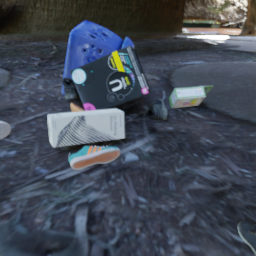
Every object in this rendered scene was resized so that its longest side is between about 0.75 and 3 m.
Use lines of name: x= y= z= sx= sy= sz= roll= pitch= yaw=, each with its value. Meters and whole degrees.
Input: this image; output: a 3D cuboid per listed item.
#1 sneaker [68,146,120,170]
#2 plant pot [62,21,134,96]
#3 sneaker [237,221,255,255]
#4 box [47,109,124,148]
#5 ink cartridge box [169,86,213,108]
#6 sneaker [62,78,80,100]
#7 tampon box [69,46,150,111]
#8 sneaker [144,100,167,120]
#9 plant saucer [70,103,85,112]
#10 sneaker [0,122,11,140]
sneaker: x=-0.939 y=0.693 z=7.729 sx=1.431 sy=0.511 sz=0.572 roll=-11 pitch=45 yaw=-21
plant pot: x=-1.263 y=-2.926 z=12.849 sx=2.622 sy=2.917 sz=2.917 roll=15 pitch=30 yaw=-3
sneaker: x=2.356 y=1.927 z=5.079 sx=0.359 sy=0.510 sz=0.960 roll=-5 pitch=24 yaw=-10
box: x=-1.253 y=-0.028 z=8.462 sx=2.207 sy=0.907 sz=0.755 roll=-8 pitch=14 yaw=-20
ink cartridge box: x=2.691 y=-1.306 z=11.837 sx=1.712 sy=0.508 sz=0.889 roll=-6 pitch=-19 yaw=-10
sneaker: x=-2.254 y=-1.603 z=11.354 sx=0.582 sy=0.873 sz=1.523 roll=-6 pitch=7 yaw=4
tampon box: x=-0.609 y=-1.741 z=10.565 sx=2.418 sy=1.812 sz=1.527 roll=-21 pitch=7 yaw=11
sneaker: x=1.024 y=-0.773 z=11.192 sx=0.837 sy=0.558 sz=1.461 roll=4 pitch=29 yaw=-7
plant saucer: x=-1.584 y=-0.465 z=10.189 sx=1.264 sy=0.237 sz=1.264 roll=34 pitch=2 yaw=-1
sneaker: x=-4.921 y=0.060 z=8.973 sx=1.124 sy=0.716 sz=1.945 roll=26 pitch=30 yaw=37
